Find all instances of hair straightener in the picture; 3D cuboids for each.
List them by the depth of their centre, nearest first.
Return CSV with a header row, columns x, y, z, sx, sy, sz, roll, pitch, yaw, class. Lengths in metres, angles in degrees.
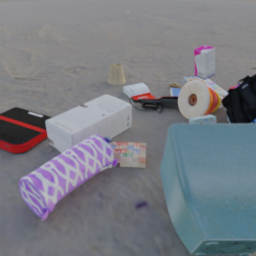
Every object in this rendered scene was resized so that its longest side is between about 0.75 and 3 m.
x,y,z,sx,sy,sz,roll,pitch,yaw,class
1.232,-1.044,11.835,2.403,0.492,0.925,5,32,0,hair straightener

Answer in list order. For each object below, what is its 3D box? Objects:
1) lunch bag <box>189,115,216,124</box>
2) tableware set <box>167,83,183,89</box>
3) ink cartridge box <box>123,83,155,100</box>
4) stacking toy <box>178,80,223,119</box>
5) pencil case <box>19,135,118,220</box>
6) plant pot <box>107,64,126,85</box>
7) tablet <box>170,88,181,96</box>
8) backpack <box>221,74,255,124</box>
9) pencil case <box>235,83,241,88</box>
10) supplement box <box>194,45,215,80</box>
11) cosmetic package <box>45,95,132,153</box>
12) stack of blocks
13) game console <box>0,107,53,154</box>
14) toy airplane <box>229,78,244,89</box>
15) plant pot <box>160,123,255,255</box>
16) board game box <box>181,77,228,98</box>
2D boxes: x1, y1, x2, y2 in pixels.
x,y,z,sx,sy,sz,roll,pitch,yaw,class
2.541,-0.209,9.541,0.872,0.336,0.699,-9,8,0,lunch bag
2.507,-2.035,13.775,1.048,0.210,0.692,23,38,32,tableware set
0.514,-1.666,13.072,1.063,0.314,1.328,-14,33,-23,ink cartridge box
3.258,-1.069,11.452,2.127,1.554,1.554,1,26,-35,stacking toy
-1.543,1.222,7.640,1.178,1.157,2.756,48,49,11,pencil case
-0.605,-2.770,14.346,0.963,0.882,0.963,0,32,0,plant pot
2.875,-1.436,12.737,1.871,0.128,1.217,8,31,1,tablet
4.369,-0.589,9.689,1.846,1.958,2.401,46,29,-6,backpack
5.309,-0.853,11.101,1.121,1.100,2.622,9,19,-45,pencil case
2.613,-2.242,9.579,0.516,0.999,0.506,-30,41,-19,supplement box
-1.300,-0.143,9.886,1.428,1.040,2.810,24,37,34,cosmetic package
-0.127,0.838,8.858,1.368,0.401,0.788,2,31,3,stack of blocks
-4.070,0.010,10.331,2.589,0.402,2.290,16,31,23,game console
5.946,-1.619,12.550,2.558,0.470,2.558,-4,39,4,toy airplane
1.997,1.465,6.132,2.265,2.259,2.307,0,54,0,plant pot
3.564,-1.811,13.011,1.348,0.343,2.005,-4,34,-22,board game box
